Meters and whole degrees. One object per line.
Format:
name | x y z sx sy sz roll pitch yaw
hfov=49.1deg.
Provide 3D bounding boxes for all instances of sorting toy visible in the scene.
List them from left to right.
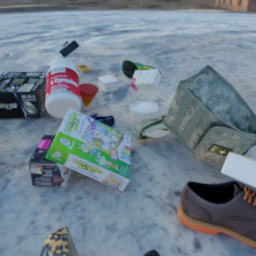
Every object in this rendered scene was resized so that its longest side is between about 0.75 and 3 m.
sorting toy | -2.431 -1.671 12.061 2.678 0.922 0.929 29 37 24

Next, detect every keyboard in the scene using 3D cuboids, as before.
keyboard | -2.337 -3.131 10.894 0.780 0.468 0.100 -40 1 -7

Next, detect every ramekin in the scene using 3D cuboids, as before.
ramekin | 0.633 -0.583 11.012 1.128 0.525 1.128 0 29 0

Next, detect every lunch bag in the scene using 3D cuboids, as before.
lunch bag | 2.342 -0.093 7.820 1.444 2.015 2.456 -33 69 -23

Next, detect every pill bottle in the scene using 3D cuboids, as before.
pill bottle | -2.495 -1.580 10.716 1.256 1.256 2.238 -5 55 -9

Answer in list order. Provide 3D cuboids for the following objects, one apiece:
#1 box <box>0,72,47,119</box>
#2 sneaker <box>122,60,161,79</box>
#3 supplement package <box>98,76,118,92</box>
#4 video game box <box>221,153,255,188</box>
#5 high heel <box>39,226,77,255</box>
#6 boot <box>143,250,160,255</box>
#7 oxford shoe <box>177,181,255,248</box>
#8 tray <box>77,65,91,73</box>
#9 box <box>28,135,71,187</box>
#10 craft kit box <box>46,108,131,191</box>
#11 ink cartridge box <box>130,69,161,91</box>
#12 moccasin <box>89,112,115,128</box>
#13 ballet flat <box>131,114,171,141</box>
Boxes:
box | -4.554 -1.465 11.951 2.193 1.153 2.678 -2 29 -3
sneaker | 0.680 -3.109 15.425 2.410 0.940 1.027 26 30 24
supplement package | -1.004 -2.210 14.001 0.702 0.499 0.901 -14 33 -23
video game box | 3.705 1.346 6.209 2.556 0.598 2.328 23 1 38
high heel | -0.765 2.478 5.143 2.083 0.744 1.485 -1 34 17
boot | 0.374 2.781 4.914 1.222 0.460 0.914 -14 37 -44
oxford shoe | 2.604 1.800 6.028 2.994 1.086 1.066 5 31 10
tray | -2.640 -3.534 16.755 0.516 0.194 1.047 -15 33 -25
box | -2.088 0.910 7.970 0.964 0.837 1.459 2 29 0
craft kit box | -0.982 0.528 8.039 2.213 0.544 2.241 23 26 -12
ink cartridge box | 0.650 -1.757 10.352 0.959 0.400 0.696 4 58 32
moccasin | -1.208 -0.338 10.602 1.434 0.489 0.577 1 29 1
ballet flat | 1.301 -0.062 9.511 2.385 0.809 0.898 -19 26 -11
